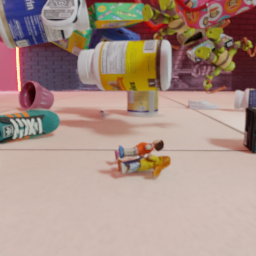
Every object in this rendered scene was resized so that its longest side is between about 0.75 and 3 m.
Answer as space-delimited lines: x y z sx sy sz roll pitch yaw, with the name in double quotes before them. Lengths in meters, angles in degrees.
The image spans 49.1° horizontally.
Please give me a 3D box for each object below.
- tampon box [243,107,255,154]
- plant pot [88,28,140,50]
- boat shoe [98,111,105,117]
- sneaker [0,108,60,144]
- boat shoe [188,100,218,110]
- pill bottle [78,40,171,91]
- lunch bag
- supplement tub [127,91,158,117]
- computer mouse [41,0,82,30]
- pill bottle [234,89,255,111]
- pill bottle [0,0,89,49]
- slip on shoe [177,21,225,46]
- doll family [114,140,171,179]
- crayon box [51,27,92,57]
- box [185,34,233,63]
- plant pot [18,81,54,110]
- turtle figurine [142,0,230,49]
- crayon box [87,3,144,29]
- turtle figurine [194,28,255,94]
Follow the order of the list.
"tampon box" 3.944 0.056 7.338 1.511 1.133 0.954 2 10 9
"plant pot" -0.757 -3.514 13.280 2.296 2.296 2.064 17 28 -16
"boat shoe" -1.340 -0.760 14.485 0.332 0.295 0.902 -4 11 -20
"sneaker" -3.439 0.018 8.492 2.729 0.974 1.090 -6 19 -16
"boat shoe" 4.741 -1.496 17.745 1.909 0.624 0.702 3 10 17
"pill bottle" -0.092 -2.039 9.315 2.948 1.610 1.610 2 10 13
"lunch bag" 1.862 -2.940 6.141 1.687 0.691 1.486 -23 45 4
"supplement tub" 0.754 -1.792 14.515 1.677 2.306 1.677 0 10 0
"computer mouse" -1.594 -3.140 7.047 1.294 2.361 0.518 3 -34 3
"pill bottle" 7.371 -1.570 16.100 2.311 1.338 1.338 4 11 23
"pill bottle" -2.482 -3.276 8.248 2.500 1.447 1.447 -14 12 -9
"slip on shoe" 2.862 -3.717 10.855 1.892 0.573 0.719 -17 -33 5
"doll family" 0.314 0.677 5.639 1.009 0.732 1.625 -9 -7 -8
"crayon box" -2.239 -3.345 9.746 1.823 0.531 1.083 28 -30 -4
"box" 3.203 -3.191 11.140 1.621 0.281 0.892 -26 35 1
"plant pot" -5.465 -1.812 17.003 1.763 1.763 1.578 7 -3 37
"turtle figurine" 1.582 -3.336 8.616 2.578 0.830 2.079 0 -11 45
"crayon box" -0.588 -4.605 11.567 2.265 0.660 1.345 -13 10 -28
"turtle figurine" 2.943 -2.295 8.711 1.928 2.390 0.770 25 25 -46
